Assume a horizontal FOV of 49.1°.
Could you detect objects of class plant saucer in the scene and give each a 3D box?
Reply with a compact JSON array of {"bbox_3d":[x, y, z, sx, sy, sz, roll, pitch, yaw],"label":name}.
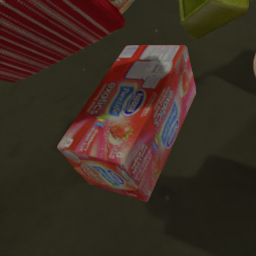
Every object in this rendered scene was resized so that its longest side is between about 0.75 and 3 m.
[{"bbox_3d":[1.854,-3.781,6.954,0.628,2.625,2.621,-7,5,-11],"label":"plant saucer"}]

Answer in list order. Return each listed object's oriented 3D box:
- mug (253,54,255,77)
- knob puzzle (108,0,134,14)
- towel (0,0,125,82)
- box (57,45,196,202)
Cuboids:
[{"bbox_3d":[3.255,-1.461,5.797,1.272,1.693,1.907,27,39,11],"label":"mug"},{"bbox_3d":[-0.439,-3.887,6.723,2.478,2.478,0.344,-26,24,-22],"label":"knob puzzle"},{"bbox_3d":[-1.288,-1.231,3.676,2.225,1.609,0.250,-20,79,22],"label":"towel"},{"bbox_3d":[0.124,-0.183,4.416,1.140,1.092,2.287,9,56,32],"label":"box"}]
